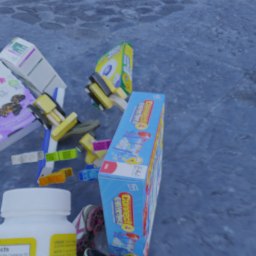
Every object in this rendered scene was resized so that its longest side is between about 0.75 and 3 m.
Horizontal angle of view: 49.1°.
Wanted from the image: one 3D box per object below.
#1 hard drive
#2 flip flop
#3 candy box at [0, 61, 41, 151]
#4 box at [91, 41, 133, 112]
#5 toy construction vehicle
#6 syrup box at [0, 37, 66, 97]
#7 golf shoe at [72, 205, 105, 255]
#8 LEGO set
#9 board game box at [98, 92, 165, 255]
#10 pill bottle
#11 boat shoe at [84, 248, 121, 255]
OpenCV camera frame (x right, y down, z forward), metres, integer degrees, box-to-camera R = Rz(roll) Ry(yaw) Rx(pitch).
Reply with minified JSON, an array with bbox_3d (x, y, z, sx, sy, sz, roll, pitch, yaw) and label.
[{"bbox_3d":[-2.234,0.242,8.019,0.300,1.559,2.363,11,61,-19],"label":"hard drive"},{"bbox_3d":[-1.960,-0.041,9.215,2.215,0.638,0.898,-10,26,26],"label":"flip flop"},{"bbox_3d":[-3.595,-0.609,7.721,2.085,0.746,1.749,47,48,1],"label":"candy box"},{"bbox_3d":[-0.549,-2.005,10.134,1.505,0.621,2.566,-28,43,35],"label":"box"},{"bbox_3d":[-0.943,-0.283,7.279,2.180,2.504,0.882,-44,13,-23],"label":"toy construction vehicle"},{"bbox_3d":[-3.100,-1.850,9.380,0.891,2.262,0.921,28,74,27],"label":"syrup box"},{"bbox_3d":[-1.127,2.610,6.534,0.778,0.614,1.690,-10,39,42],"label":"golf shoe"},{"bbox_3d":[-1.348,0.847,6.525,2.287,0.872,0.939,-8,0,3],"label":"LEGO set"},{"bbox_3d":[0.231,1.087,6.375,0.795,2.784,2.843,6,38,11],"label":"board game box"},{"bbox_3d":[-1.720,2.539,5.108,1.532,1.532,2.681,-2,69,-2],"label":"pill bottle"},{"bbox_3d":[-0.230,2.624,5.251,1.451,0.452,0.541,20,1,35],"label":"boat shoe"}]
